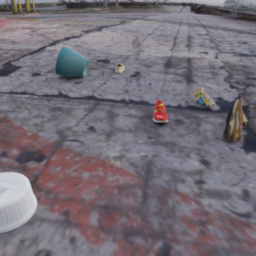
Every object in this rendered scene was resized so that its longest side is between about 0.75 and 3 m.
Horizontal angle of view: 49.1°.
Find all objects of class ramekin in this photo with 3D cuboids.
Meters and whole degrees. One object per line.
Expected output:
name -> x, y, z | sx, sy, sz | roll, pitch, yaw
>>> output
ramekin -> -2.831, 1.622, 6.337 | 1.383, 0.674, 1.383 | 0, 28, 0

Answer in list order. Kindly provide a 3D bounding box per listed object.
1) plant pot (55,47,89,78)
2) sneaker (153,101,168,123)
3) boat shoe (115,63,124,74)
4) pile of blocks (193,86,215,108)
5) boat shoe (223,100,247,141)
plant pot -> -2.941, -3.412, 15.124 | 1.457, 1.551, 1.551 | 17, 29, 0
sneaker -> 1.199, -0.639, 10.682 | 0.542, 0.598, 1.408 | -1, 28, -3
boat shoe -> -0.485, -3.547, 16.337 | 0.476, 0.447, 1.292 | 2, 28, 5
pile of blocks -> 3.261, -1.199, 12.054 | 0.449, 0.593, 1.445 | 35, 23, -31
boat shoe -> 3.681, -0.213, 9.493 | 0.599, 0.614, 1.622 | 20, 61, 9
